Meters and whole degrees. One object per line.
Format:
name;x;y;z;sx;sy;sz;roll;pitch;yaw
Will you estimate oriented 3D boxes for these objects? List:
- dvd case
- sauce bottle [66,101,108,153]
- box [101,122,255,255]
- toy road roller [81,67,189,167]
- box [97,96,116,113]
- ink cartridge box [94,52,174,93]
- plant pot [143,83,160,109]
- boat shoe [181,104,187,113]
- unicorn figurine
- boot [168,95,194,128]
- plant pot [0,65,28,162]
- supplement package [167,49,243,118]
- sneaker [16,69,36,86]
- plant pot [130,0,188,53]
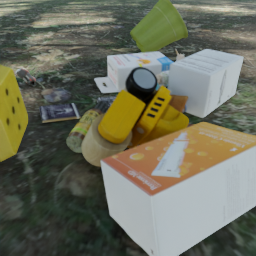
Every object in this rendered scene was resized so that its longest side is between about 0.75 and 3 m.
dvd case;-2.141;-0.486;8.765;1.150;0.092;0.855;-8;36;-19
sauce bottle;-1.032;-0.116;7.603;0.585;0.585;1.808;9;40;14
box;1.034;0.927;5.009;2.526;1.231;1.571;-19;22;-27
toy road roller;0.273;-0.014;6.557;1.820;1.532;2.493;35;56;-2
box;-0.411;-0.627;8.909;0.990;0.312;1.255;-7;32;-12
ink cartridge box;0.179;-2.216;10.954;2.838;0.963;1.634;-9;32;-15
plant pot;0.580;-1.099;8.636;0.947;0.947;0.890;12;26;20
boat shoe;1.219;-0.687;8.911;0.498;0.497;1.375;-31;32;-34
unicorn figurine;1.503;-1.772;9.786;0.733;1.363;1.984;21;37;26
boot;1.519;-0.345;8.016;1.450;0.527;1.540;2;43;25
plant pot;-3.508;-0.299;6.238;1.941;2.201;2.201;-5;35;-1
supplement package;2.579;-1.588;9.399;1.451;1.446;2.474;26;40;33
sneaker;-3.806;-1.887;10.582;0.362;0.939;0.384;-39;57;10
plant pot;1.326;-4.670;13.484;2.137;2.251;2.251;-35;33;6
